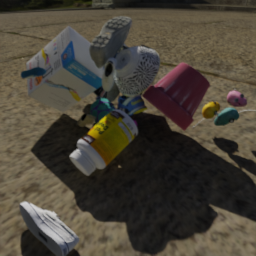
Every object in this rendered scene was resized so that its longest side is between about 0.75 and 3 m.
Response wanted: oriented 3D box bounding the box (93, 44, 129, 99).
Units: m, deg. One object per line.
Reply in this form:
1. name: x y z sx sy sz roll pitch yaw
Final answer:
1. box: -0.992 -2.848 13.167 2.126 2.675 0.615 42 15 25

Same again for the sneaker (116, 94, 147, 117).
1. sneaker: -0.006 -0.944 11.407 0.854 0.950 2.311 -26 5 -25

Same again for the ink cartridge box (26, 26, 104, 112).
1. ink cartridge box: -2.637 -2.336 11.748 2.680 1.939 1.973 -31 55 25

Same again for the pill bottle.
1. pill bottle: -0.783 0.477 8.883 1.175 1.175 2.150 27 62 39

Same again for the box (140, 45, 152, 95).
1. box: 0.387 -2.105 12.045 0.540 2.347 1.865 26 73 12

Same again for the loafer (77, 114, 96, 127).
1. loafer: -1.717 -0.350 11.112 1.195 0.408 0.452 -13 43 51

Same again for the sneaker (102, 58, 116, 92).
1. sneaker: -0.733 -1.837 9.880 0.465 1.273 0.451 16 33 9

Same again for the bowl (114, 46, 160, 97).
1. bowl: 0.077 -2.255 10.271 0.952 2.028 2.028 29 5 -43

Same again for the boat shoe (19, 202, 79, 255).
1. boat shoe: -1.907 2.324 6.689 1.812 0.666 0.592 33 38 29

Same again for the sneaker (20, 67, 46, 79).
1. sneaker: -3.233 -1.886 9.630 0.843 0.323 0.341 -9 7 -2

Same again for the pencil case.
1. pencil case: -0.652 -0.361 10.960 1.101 1.014 2.383 -33 39 -10

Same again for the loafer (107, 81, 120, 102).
1. loafer: -0.537 -1.768 11.622 0.519 1.484 0.518 22 -9 -15

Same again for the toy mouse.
1. toy mouse: 3.741 -0.785 10.404 2.353 0.455 2.091 -45 27 -20

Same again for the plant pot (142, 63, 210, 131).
1. plant pot: 1.880 -1.255 10.369 2.118 1.895 2.118 38 7 -5

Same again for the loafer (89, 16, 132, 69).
1. loafer: -0.618 -3.308 10.596 0.955 0.953 2.732 19 53 19
